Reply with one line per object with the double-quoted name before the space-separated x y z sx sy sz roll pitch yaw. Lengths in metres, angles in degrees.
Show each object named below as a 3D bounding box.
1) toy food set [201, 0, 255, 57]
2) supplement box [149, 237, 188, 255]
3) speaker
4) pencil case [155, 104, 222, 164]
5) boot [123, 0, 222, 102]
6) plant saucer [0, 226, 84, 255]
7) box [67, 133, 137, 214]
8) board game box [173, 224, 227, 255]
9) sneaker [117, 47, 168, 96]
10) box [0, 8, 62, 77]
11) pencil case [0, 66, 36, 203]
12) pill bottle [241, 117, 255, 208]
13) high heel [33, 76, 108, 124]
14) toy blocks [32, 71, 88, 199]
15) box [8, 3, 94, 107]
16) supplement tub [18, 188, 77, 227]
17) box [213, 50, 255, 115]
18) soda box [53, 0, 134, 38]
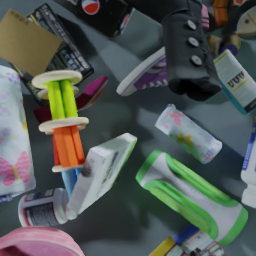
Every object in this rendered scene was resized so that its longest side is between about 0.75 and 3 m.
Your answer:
"toy food set" 2.464 -2.748 7.033 2.692 0.424 1.711 -45 88 -2
"supplement box" 1.047 3.810 5.627 2.504 1.639 1.292 44 118 23
"speaker" 1.386 1.513 6.343 2.404 1.063 1.063 35 88 16
"pencil case" 1.444 0.140 6.755 1.640 0.744 0.682 40 125 3
"boot" 0.813 -1.870 5.791 2.057 0.819 2.495 6 67 -18
"plant saucer" -1.814 2.563 5.675 1.862 0.472 1.862 -2 130 -2
"box" -0.480 0.877 5.981 0.336 1.847 1.333 29 107 16
"board game box" 1.764 2.994 6.746 0.906 0.550 1.136 -36 88 -1
"sneaker" 0.898 -1.194 6.809 2.256 0.818 1.286 -35 96 3
"box" -2.387 -1.931 6.472 1.347 0.143 1.101 30 83 -12
"pencil case" -2.903 0.134 6.154 1.344 1.232 2.964 -9 81 -15
"pill bottle" 3.366 0.814 6.509 1.214 1.214 2.166 15 89 1
"high heel" -1.405 -0.740 6.842 0.942 0.660 1.959 44 88 -1
"toy blocks" -1.216 0.331 5.702 0.911 2.092 2.510 -10 88 -13
"box" -2.070 -1.794 6.953 1.626 0.495 2.018 -36 89 -5
"supplement tub" -1.883 1.901 6.646 1.181 0.828 0.828 -12 88 0
"box" 2.463 -1.041 6.462 0.593 0.354 1.442 -39 90 1
"soda box" -1.127 -3.211 6.721 2.497 0.791 0.884 33 119 1
